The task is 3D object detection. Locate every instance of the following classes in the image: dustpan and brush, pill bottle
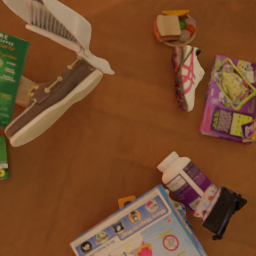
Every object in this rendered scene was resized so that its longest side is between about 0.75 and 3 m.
[{"bbox_3d":[-1.224,-1.923,6.087,2.000,2.866,0.820,28,100,43],"label":"dustpan and brush"},{"bbox_3d":[1.710,1.571,8.066,1.021,1.021,1.816,-41,81,-8],"label":"pill bottle"}]

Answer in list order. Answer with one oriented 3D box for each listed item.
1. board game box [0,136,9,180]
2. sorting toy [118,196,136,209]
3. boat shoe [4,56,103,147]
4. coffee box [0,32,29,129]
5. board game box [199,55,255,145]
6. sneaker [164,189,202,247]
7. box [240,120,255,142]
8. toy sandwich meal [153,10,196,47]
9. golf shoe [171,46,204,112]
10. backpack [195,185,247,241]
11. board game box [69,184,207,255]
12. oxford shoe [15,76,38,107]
[{"bbox_3d":[-4.796,0.949,7.860,2.588,0.304,1.356,-1,73,-36],"label":"board game box"},{"bbox_3d":[0.346,3.428,7.998,1.665,0.403,2.956,-25,79,-5],"label":"sorting toy"},{"bbox_3d":[-1.905,-0.742,6.967,0.873,1.054,2.934,44,64,0],"label":"boat shoe"},{"bbox_3d":[-3.403,-1.255,6.868,1.448,0.518,2.355,13,75,-26],"label":"coffee box"},{"bbox_3d":[3.303,-0.916,8.923,1.589,0.428,2.648,15,79,-1],"label":"board game box"},{"bbox_3d":[1.367,2.638,7.874,2.054,0.778,0.791,47,110,6],"label":"sneaker"},{"bbox_3d":[2.714,0.012,5.579,0.373,1.161,0.407,-5,81,-9],"label":"box"},{"bbox_3d":[1.572,-3.385,9.339,1.496,0.512,1.496,0,78,0],"label":"toy sandwich meal"},{"bbox_3d":[1.956,-1.593,8.828,1.015,0.800,2.203,-2,78,0],"label":"golf shoe"},{"bbox_3d":[2.037,1.799,6.302,0.858,1.061,1.113,34,95,29],"label":"backpack"},{"bbox_3d":[0.429,3.442,7.310,2.866,0.801,2.806,-34,81,8],"label":"board game box"},{"bbox_3d":[-3.609,-1.344,8.719,2.455,0.906,0.869,25,80,5],"label":"oxford shoe"}]
